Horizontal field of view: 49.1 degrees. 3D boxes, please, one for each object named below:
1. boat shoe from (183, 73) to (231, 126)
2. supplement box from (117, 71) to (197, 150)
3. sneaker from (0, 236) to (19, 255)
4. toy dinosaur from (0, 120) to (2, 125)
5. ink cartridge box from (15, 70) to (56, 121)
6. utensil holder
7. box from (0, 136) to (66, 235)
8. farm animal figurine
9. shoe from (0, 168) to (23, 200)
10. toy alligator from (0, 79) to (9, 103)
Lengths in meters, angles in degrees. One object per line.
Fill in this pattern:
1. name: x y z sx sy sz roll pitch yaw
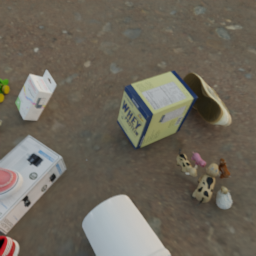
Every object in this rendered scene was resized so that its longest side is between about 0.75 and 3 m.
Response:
1. boat shoe: 3.032 -1.125 11.103 0.951 1.056 2.926 19 30 -35
2. supplement box: 0.925 -0.602 9.797 2.032 2.034 1.365 -21 61 -25
3. sneaker: -3.725 3.840 7.275 0.829 1.222 2.116 9 55 7
4. toy dinosaur: -5.494 0.603 10.059 2.370 0.562 1.044 -32 46 -21
5. ink cartridge box: -3.540 -1.275 10.660 0.604 1.795 1.051 5 39 -49
6. utensil holder: -0.120 3.076 7.569 1.678 1.678 1.975 -28 58 -19
7. box: -3.557 1.746 9.029 1.619 0.835 2.776 31 60 20
8. farm animal figurine: 2.415 1.559 8.904 1.811 0.944 1.791 7 67 4
9. shoe: -4.546 1.350 7.968 2.793 1.270 0.998 0 52 9
10. toy alligator: -5.542 -1.291 11.353 0.694 0.635 2.340 12 55 8
